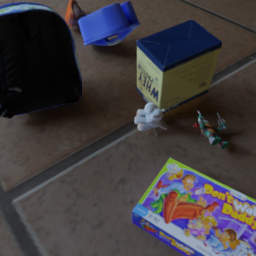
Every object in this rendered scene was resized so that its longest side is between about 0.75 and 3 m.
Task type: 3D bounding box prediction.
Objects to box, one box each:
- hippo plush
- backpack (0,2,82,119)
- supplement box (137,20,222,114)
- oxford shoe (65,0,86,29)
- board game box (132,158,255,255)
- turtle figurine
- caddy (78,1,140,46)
[{"bbox_3d":[0.615,-0.271,7.774,0.730,0.737,0.916,-33,77,-20],"label":"hippo plush"},{"bbox_3d":[-2.830,-2.113,8.212,2.597,2.838,2.086,-13,37,-15],"label":"backpack"},{"bbox_3d":[1.394,-1.750,8.289,1.957,1.955,1.313,-25,57,-16],"label":"supplement box"},{"bbox_3d":[-2.358,-5.098,12.693,0.835,0.817,2.292,10,46,-21],"label":"oxford shoe"},{"bbox_3d":[1.595,1.921,6.049,2.531,0.567,1.702,25,52,22],"label":"board game box"},{"bbox_3d":[2.317,0.032,7.805,0.892,0.600,1.191,5,42,-20],"label":"turtle figurine"},{"bbox_3d":[-0.701,-3.798,10.624,2.419,1.270,1.710,-7,20,37],"label":"caddy"}]
